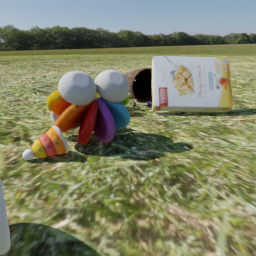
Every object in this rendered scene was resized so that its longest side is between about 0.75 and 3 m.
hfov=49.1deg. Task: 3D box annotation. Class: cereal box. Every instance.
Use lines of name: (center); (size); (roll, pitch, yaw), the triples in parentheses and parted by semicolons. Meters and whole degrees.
cereal box: (2.377, -1.678, 10.691); (2.930, 2.108, 0.579); (1, -17, -1)

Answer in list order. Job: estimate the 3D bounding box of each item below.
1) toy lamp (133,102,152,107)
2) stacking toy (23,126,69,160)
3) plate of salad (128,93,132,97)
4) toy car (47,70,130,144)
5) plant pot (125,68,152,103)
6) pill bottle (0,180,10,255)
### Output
toy lamp: (0.617, -0.962, 11.471); (0.776, 0.226, 0.226); (0, 18, 9)
stacking toy: (-1.984, 0.477, 6.620); (1.015, 0.741, 0.741); (-30, 30, -23)
plate of salad: (0.263, -2.103, 14.271); (2.741, 0.658, 2.741); (0, 19, 0)
toy car: (-0.935, -0.402, 7.556); (2.280, 1.995, 1.709); (-8, 64, -28)
plant pot: (0.442, -2.012, 12.570); (1.491, 1.491, 1.596); (-9, 21, -26)
pill bottle: (-2.934, 1.034, 3.026); (2.896, 1.607, 1.607); (-10, 21, -28)
